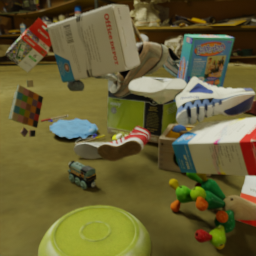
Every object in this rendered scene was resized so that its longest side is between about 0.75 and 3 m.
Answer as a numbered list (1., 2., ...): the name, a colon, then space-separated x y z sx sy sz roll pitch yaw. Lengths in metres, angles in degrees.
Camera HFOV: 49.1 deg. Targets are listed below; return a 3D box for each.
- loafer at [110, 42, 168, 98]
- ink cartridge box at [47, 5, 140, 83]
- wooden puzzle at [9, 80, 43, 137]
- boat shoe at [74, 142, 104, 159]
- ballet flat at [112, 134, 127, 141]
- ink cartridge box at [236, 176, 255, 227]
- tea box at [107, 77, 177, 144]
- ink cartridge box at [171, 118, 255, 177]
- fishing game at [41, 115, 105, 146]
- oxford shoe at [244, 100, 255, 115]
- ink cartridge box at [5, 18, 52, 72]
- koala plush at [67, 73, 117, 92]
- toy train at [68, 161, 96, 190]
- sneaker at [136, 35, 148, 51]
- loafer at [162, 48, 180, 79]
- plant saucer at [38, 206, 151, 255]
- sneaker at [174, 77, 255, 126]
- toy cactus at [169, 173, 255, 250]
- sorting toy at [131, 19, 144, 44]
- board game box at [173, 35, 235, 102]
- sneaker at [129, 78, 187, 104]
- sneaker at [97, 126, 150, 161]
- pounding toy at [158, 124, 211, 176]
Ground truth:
1. loafer: 0.094 -1.920 9.163 0.871 0.996 2.770 16 -30 -32
2. ink cartridge box: -0.683 -1.621 5.537 1.586 1.162 0.681 -4 17 29
3. wooden puzzle: -2.837 -0.561 7.848 0.114 1.619 0.960 1 -14 26
4. boat shoe: -1.092 0.745 9.856 1.556 0.560 0.511 -1 12 -4
5. ballet flat: -0.158 0.392 11.088 1.087 0.364 0.363 10 58 24
6. ink cartridge box: 3.869 1.668 6.843 2.085 0.644 2.570 12 20 35
7. tea box: 0.605 -0.854 11.550 2.488 2.448 1.663 11 15 27
8. ink cartridge box: 1.916 0.308 4.988 1.937 0.651 1.126 -5 19 48
9. fishing game: -2.355 0.082 12.145 2.869 0.446 2.054 24 29 36
10. oxford shoe: 7.076 -1.095 14.998 0.952 0.897 2.547 -5 19 -29
11. ink cartridge box: -2.619 -2.234 7.666 1.383 0.753 0.348 -33 35 25
12. koala plush: -1.022 -1.848 8.383 1.443 1.326 1.280 5 57 -18
13. toy train: -1.319 1.313 7.956 1.071 0.610 0.456 17 24 42
14. sneaker: 0.026 -2.493 10.117 1.815 1.033 0.685 -36 59 -6
15. loafer: 2.015 -2.603 11.528 0.971 0.850 2.702 15 23 -32
16. plant saucer: -0.653 2.200 5.658 2.255 0.350 2.255 0 17 0
17. sneaker: 1.677 -0.691 5.783 1.626 0.657 0.939 -12 54 -1
18. toy cactus: 1.937 1.778 6.193 1.927 1.194 2.335 15 15 -7
19. sorting toy: -0.036 -3.038 8.524 0.164 1.114 0.823 -44 29 -18
20. board game box: 2.625 -2.016 9.818 1.781 2.342 0.527 -7 29 -24
21. sneaker: 0.684 -0.820 6.729 1.411 0.624 0.531 0 53 -12
22. sneaker: -0.056 0.285 5.176 1.050 0.374 0.591 -13 20 38
23. pounding toy: 2.046 0.534 8.928 1.937 1.496 2.104 6 19 20
